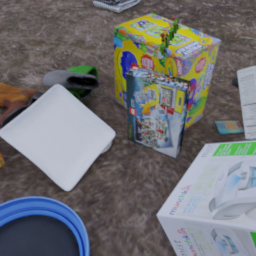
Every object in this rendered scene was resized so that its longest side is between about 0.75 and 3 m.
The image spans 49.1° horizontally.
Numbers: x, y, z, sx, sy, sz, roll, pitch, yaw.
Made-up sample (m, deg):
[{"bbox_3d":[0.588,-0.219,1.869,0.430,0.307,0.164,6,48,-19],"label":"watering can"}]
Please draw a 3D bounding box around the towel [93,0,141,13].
[{"bbox_3d":[-0.737,-8.775,18.555,2.263,1.169,2.733,27,49,28],"label":"towel"}]

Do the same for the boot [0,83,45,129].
[{"bbox_3d":[-4.495,-0.888,10.038,2.533,0.867,2.385,14,44,16],"label":"boot"}]

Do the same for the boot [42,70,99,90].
[{"bbox_3d":[-1.892,-1.554,9.037,1.919,0.670,1.264,-2,11,-4],"label":"boot"}]

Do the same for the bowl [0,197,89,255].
[{"bbox_3d":[-2.294,2.885,6.050,2.937,0.577,2.937,0,42,0],"label":"bowl"}]

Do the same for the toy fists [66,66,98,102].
[{"bbox_3d":[-2.165,-1.333,10.254,1.316,0.888,2.582,11,56,28],"label":"toy fists"}]

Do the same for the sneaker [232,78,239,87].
[{"bbox_3d":[4.984,-1.914,11.359,1.418,0.628,0.525,18,46,20],"label":"sneaker"}]

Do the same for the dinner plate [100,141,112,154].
[{"bbox_3d":[-1.107,0.427,9.122,1.145,0.139,1.145,1,42,-1],"label":"dinner plate"}]

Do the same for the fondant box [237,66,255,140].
[{"bbox_3d":[3.818,-0.687,7.962,1.400,1.940,0.565,-3,-4,-38],"label":"fondant box"}]

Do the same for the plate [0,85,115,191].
[{"bbox_3d":[-1.985,0.229,8.346,2.488,0.403,2.494,40,55,-3],"label":"plate"}]

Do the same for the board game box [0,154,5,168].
[{"bbox_3d":[-4.704,0.728,7.746,1.494,1.494,1.495,20,46,21],"label":"board game box"}]

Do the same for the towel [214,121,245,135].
[{"bbox_3d":[3.469,-0.023,9.639,0.887,0.096,0.650,-3,43,-4],"label":"towel"}]

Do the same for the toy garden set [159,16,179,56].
[{"bbox_3d":[1.091,-2.398,7.185,0.179,0.747,0.896,26,79,20],"label":"toy garden set"}]

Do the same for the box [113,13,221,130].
[{"bbox_3d":[1.111,-1.776,9.413,1.816,2.977,2.867,-31,51,-30],"label":"box"}]

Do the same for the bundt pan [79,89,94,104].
[{"bbox_3d":[-1.658,-1.189,10.647,0.819,0.307,0.819,-19,34,13],"label":"bundt pan"}]

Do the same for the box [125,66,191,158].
[{"bbox_3d":[0.804,-0.407,8.182,1.732,2.536,0.478,21,47,23],"label":"box"}]

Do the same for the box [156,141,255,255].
[{"bbox_3d":[2.466,1.558,6.125,2.468,1.352,2.797,-7,26,44],"label":"box"}]
